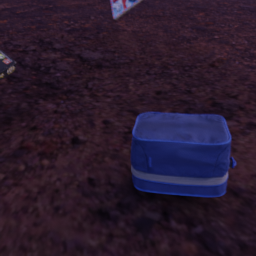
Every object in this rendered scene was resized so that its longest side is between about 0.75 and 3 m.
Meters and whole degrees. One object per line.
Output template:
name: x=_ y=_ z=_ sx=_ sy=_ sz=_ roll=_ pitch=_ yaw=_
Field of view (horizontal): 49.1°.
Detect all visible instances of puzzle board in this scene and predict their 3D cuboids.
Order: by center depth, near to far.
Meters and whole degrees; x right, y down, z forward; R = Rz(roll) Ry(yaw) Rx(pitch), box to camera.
puzzle board: x=0.045 y=-5.407 z=10.907 sx=1.847 sy=0.213 sz=2.451 roll=-29 pitch=48 yaw=22

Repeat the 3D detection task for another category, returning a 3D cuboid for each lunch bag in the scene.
lunch bag: x=1.326 y=0.677 z=6.759 sx=2.475 sy=1.638 sz=1.682 roll=4 pitch=26 yaw=11

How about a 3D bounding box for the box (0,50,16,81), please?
box: x=-4.870 y=-2.148 z=8.750 sx=2.038 sy=0.500 sz=1.643 roll=40 pitch=55 yaw=3
